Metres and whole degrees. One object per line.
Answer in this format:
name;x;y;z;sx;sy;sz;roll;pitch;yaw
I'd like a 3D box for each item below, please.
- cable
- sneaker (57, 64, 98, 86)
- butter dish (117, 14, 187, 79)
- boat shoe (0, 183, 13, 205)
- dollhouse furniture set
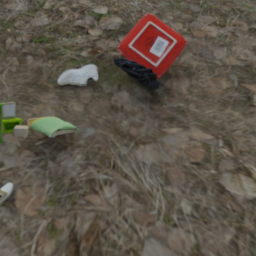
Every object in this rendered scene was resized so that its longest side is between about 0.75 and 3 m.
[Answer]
cable;0.303;-2.236;10.835;1.859;2.278;0.579;35;96;25
sneaker;-2.075;-2.068;11.631;1.749;0.652;0.762;-17;82;3
butter dish;0.980;-3.271;12.031;2.199;1.630;2.205;38;82;5
boat shoe;-3.816;2.014;8.444;0.341;0.312;0.913;18;52;14
dollhouse furniture set;-3.065;-0.342;8.877;1.474;1.138;2.948;15;17;36
